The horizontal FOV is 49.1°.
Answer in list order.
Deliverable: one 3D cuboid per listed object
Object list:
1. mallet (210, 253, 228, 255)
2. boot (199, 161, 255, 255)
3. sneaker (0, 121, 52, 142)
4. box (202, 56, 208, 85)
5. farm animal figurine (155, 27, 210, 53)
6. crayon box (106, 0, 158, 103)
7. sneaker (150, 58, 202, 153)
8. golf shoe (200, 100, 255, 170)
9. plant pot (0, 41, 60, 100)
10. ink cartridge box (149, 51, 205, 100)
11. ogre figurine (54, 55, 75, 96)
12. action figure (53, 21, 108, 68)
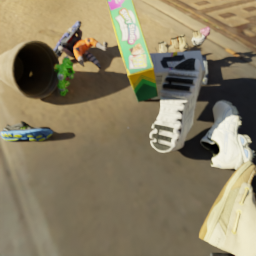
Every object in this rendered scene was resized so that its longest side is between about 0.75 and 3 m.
[{"bbox_3d":[2.088,3.492,6.382,0.416,0.260,1.265,8,49,8],"label":"mallet"},{"bbox_3d":[3.314,2.228,7.081,2.095,0.981,2.695,28,53,25],"label":"boot"},{"bbox_3d":[-3.434,0.068,9.498,1.700,0.603,0.704,-1,52,3],"label":"sneaker"},{"bbox_3d":[2.750,-2.586,12.255,1.360,0.440,1.725,5,45,7],"label":"box"},{"bbox_3d":[2.548,-3.635,12.638,1.776,1.106,2.199,-28,19,-35],"label":"farm animal figurine"},{"bbox_3d":[0.142,-2.364,8.365,0.764,2.260,2.619,-17,75,6],"label":"crayon box"},{"bbox_3d":[1.622,-0.670,8.787,1.127,3.000,1.216,22,7,40],"label":"sneaker"},{"bbox_3d":[3.007,0.130,9.176,1.359,1.094,2.795,-6,44,3],"label":"golf shoe"},{"bbox_3d":[-4.123,-2.321,11.039,1.895,2.184,2.184,13,45,34],"label":"plant pot"},{"bbox_3d":[1.496,-1.900,10.418,2.312,1.685,0.957,-3,62,-1],"label":"ink cartridge box"},{"bbox_3d":[-2.482,-2.171,11.078,0.777,0.950,1.584,25,64,10],"label":"ogre figurine"},{"bbox_3d":[-2.504,-3.430,12.861,2.695,1.410,2.607,-49,52,-7],"label":"action figure"}]
